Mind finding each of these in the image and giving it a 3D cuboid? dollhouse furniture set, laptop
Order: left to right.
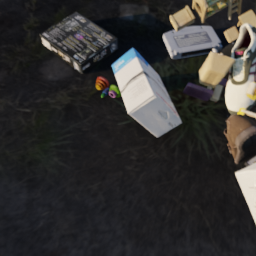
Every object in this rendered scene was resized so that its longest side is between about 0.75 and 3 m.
[{"bbox_3d":[2.803,-3.505,9.020,2.246,1.249,1.987,-29,82,6],"label":"dollhouse furniture set"},{"bbox_3d":[2.907,-1.792,8.079,1.831,2.311,1.640,20,79,4],"label":"dollhouse furniture set"},{"bbox_3d":[4.970,-2.638,11.965,2.270,1.173,2.012,-12,55,-38],"label":"laptop"}]

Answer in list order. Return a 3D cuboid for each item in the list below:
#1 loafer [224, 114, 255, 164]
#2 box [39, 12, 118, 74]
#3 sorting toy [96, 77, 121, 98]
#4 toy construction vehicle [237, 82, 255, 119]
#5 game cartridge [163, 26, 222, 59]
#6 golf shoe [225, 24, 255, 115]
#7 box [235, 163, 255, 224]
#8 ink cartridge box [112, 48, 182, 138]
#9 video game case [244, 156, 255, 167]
[{"bbox_3d":[2.284,0.188,5.537,0.663,1.816,0.645,-29,62,5],"label":"loafer"},{"bbox_3d":[-2.185,-3.842,12.435,2.749,0.598,2.202,37,65,21],"label":"box"},{"bbox_3d":[-0.841,-1.458,10.890,1.134,0.681,0.465,38,64,1],"label":"sorting toy"},{"bbox_3d":[2.821,-0.364,5.448,1.171,0.412,1.019,30,80,3],"label":"toy construction vehicle"},{"bbox_3d":[2.833,-3.894,12.589,2.355,0.489,1.568,-11,54,-7],"label":"game cartridge"},{"bbox_3d":[2.963,-1.523,7.395,0.920,1.050,2.383,7,79,44],"label":"golf shoe"},{"bbox_3d":[4.435,1.241,6.352,2.542,2.556,1.670,-19,84,-25],"label":"box"},{"bbox_3d":[0.529,-1.055,8.477,0.938,1.626,2.242,-34,47,18],"label":"ink cartridge box"},{"bbox_3d":[4.801,1.327,9.406,1.281,0.163,1.158,-28,62,-17],"label":"video game case"}]
